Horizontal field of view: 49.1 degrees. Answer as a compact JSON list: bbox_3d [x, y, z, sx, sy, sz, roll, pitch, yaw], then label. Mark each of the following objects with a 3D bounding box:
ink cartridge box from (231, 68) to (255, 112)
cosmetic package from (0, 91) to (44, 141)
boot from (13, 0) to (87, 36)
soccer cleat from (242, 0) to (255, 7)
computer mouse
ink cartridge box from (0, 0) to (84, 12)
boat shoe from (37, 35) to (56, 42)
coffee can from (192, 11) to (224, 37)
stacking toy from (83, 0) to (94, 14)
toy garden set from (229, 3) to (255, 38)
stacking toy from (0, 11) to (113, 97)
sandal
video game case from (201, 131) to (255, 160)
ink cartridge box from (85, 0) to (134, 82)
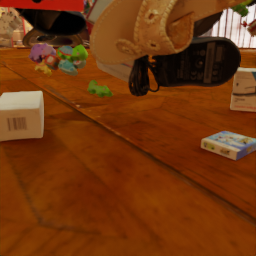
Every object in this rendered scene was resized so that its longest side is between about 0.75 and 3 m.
[{"bbox_3d":[4.047,-1.273,9.431,0.984,1.361,0.573,7,23,19],"label":"ink cartridge box"},{"bbox_3d":[-2.976,-0.414,7.806,1.180,0.848,2.091,-4,19,-12],"label":"cosmetic package"},{"bbox_3d":[-1.881,-2.634,5.265,1.452,1.119,2.996,50,25,8],"label":"boot"},{"bbox_3d":[2.538,-2.823,4.681,0.747,1.843,0.622,25,3,-18],"label":"soccer cleat"},{"bbox_3d":[1.138,-1.428,5.699,2.299,1.592,0.606,1,21,-12],"label":"computer mouse"},{"bbox_3d":[-1.361,-2.749,4.088,1.500,1.864,0.467,4,0,1],"label":"ink cartridge box"},{"bbox_3d":[-3.093,-3.432,10.606,0.755,0.264,0.250,-11,23,-5],"label":"boat shoe"},{"bbox_3d":[2.022,-3.793,8.706,1.131,1.131,1.545,-22,73,-47],"label":"coffee can"},{"bbox_3d":[-1.241,-3.698,8.247,1.986,0.619,2.634,-20,-1,15],"label":"stacking toy"},{"bbox_3d":[3.273,-3.490,7.913,0.562,2.348,2.817,-36,-5,32],"label":"toy garden set"},{"bbox_3d":[-1.168,-1.176,4.680,1.786,0.420,1.346,23,-10,20],"label":"stacking toy"},{"bbox_3d":[0.644,-1.592,4.105,2.958,1.085,0.973,-23,41,18],"label":"sandal"},{"bbox_3d":[2.365,0.372,6.497,0.998,0.227,0.904,-16,26,-38],"label":"video game case"},{"bbox_3d":[0.047,-2.628,7.035,1.205,2.121,2.910,24,-7,2],"label":"ink cartridge box"}]
